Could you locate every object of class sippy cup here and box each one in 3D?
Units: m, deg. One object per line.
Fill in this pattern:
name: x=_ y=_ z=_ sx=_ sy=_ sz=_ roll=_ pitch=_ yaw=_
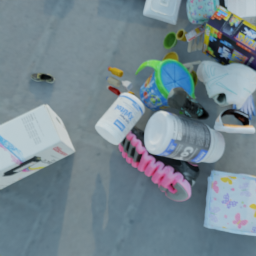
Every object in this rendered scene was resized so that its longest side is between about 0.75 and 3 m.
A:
sippy cup: x=1.002 y=-1.093 z=7.987 sx=1.313 sy=1.225 sz=1.672 roll=-17 pitch=81 yaw=-36

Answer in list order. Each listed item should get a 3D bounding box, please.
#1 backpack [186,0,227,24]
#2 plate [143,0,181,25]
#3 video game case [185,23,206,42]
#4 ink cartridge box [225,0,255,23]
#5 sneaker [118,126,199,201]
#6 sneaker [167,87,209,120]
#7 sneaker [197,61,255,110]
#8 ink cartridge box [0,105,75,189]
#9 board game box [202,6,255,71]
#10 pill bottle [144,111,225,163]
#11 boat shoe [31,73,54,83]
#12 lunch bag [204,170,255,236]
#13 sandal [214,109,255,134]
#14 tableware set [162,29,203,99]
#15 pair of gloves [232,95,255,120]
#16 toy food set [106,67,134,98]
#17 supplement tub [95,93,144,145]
backpack: x=2.080 y=-3.311 z=7.686 sx=0.753 sy=1.000 sz=0.887 roll=-21 pitch=106 yaw=-37
plate: x=1.158 y=-4.077 z=9.118 sx=1.151 sy=0.186 sz=1.154 roll=13 pitch=87 yaw=-9
video game case: x=2.031 y=-2.797 z=8.102 sx=0.754 sy=0.539 sz=0.066 roll=-28 pitch=119 yaw=22
ink cartridge box: x=3.281 y=-4.606 z=9.532 sx=1.941 sy=0.487 sz=2.236 roll=0 pitch=83 yaw=18
sneaker: x=0.901 y=0.767 z=8.327 sx=2.902 sy=1.147 sz=1.384 roll=43 pitch=56 yaw=10
sneaker: x=1.545 y=-0.586 z=7.051 sx=0.598 sy=1.508 sz=0.568 roll=32 pitch=97 yaw=42
sneaker: x=2.552 y=-1.254 z=7.948 sx=0.944 sy=2.684 sz=1.076 roll=24 pitch=98 yaw=-16
ink cartridge box: x=-3.049 y=0.661 z=7.711 sx=2.744 sy=2.000 sz=1.136 roll=-26 pitch=79 yaw=-6
board game box: x=2.827 y=-2.070 z=7.324 sx=1.697 sy=2.053 sz=0.582 roll=38 pitch=95 yaw=13
pill bottle: x=1.551 y=0.324 z=7.592 sx=2.011 sy=1.144 sz=1.144 roll=14 pitch=76 yaw=-27
boat shoe: x=-2.809 y=-1.662 z=9.127 sx=0.791 sy=0.238 sz=0.282 roll=9 pitch=78 yaw=2
lunch bag: x=3.080 y=2.082 z=7.834 sx=1.897 sy=1.206 sz=1.609 roll=9 pitch=79 yaw=-8
sandal: x=2.681 y=-0.183 z=6.951 sx=0.797 sy=2.081 sz=0.596 roll=3 pitch=92 yaw=7
tableware set: x=1.505 y=-1.934 z=8.654 sx=0.358 sy=1.570 sz=2.331 roll=11 pitch=84 yaw=-40
pair of gloves: x=4.084 y=-0.850 z=8.850 sx=1.554 sy=0.177 sz=1.249 roll=-4 pitch=80 yaw=9
toy food set: x=-0.283 y=-1.248 z=8.330 sx=0.522 sy=1.160 sz=0.554 roll=32 pitch=79 yaw=36
supplement tub: x=-0.205 y=-0.252 z=7.552 sx=0.821 sy=0.821 sz=1.245 roll=35 pitch=70 yaw=7
